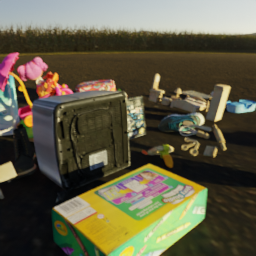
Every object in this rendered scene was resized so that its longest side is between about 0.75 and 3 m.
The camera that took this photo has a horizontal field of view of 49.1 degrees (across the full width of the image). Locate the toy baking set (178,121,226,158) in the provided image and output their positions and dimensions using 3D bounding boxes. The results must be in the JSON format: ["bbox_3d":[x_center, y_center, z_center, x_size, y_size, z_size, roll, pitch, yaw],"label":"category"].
[{"bbox_3d":[2.068,0.232,7.971,1.190,0.180,1.551,-5,42,6],"label":"toy baking set"}]

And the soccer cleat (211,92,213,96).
[{"bbox_3d":[4.278,-1.541,13.565,0.477,0.386,1.105,41,6,-5],"label":"soccer cleat"}]

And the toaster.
[{"bbox_3d":[-1.089,0.231,6.442,2.169,1.962,1.287,-17,21,-40],"label":"toaster"}]

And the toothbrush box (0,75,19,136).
[{"bbox_3d":[-4.290,-0.825,9.499,0.807,1.891,1.385,-6,21,-12],"label":"toothbrush box"}]

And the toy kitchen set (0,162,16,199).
[{"bbox_3d":[-2.767,1.140,6.006,0.761,0.841,0.933,-25,67,-20],"label":"toy kitchen set"}]

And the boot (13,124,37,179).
[{"bbox_3d":[-2.576,0.528,6.676,0.561,1.002,1.448,-14,16,-16],"label":"boot"}]

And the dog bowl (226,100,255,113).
[{"bbox_3d":[4.890,-0.921,12.151,1.401,0.347,0.781,-7,20,-22],"label":"dog bowl"}]

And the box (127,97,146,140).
[{"bbox_3d":[-0.144,-0.244,8.736,1.594,1.267,0.367,-18,17,-41],"label":"box"}]

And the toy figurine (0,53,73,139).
[{"bbox_3d":[-2.757,-1.189,8.239,2.373,2.184,1.782,-25,37,0],"label":"toy figurine"}]

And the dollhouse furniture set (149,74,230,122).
[{"bbox_3d":[2.457,-1.351,11.130,2.868,1.269,1.486,21,19,31],"label":"dollhouse furniture set"}]

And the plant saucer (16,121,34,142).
[{"bbox_3d":[-2.362,-0.215,9.917,3.001,0.484,3.001,1,19,0],"label":"plant saucer"}]

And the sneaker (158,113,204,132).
[{"bbox_3d":[1.650,-0.141,9.136,1.518,0.589,0.693,-13,8,29],"label":"sneaker"}]

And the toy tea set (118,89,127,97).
[{"bbox_3d":[-0.492,-1.052,11.703,1.390,0.865,2.337,-7,20,-20],"label":"toy tea set"}]

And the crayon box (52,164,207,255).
[{"bbox_3d":[0.101,1.457,4.736,2.334,0.680,1.386,-17,25,-40],"label":"crayon box"}]

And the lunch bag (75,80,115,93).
[{"bbox_3d":[-1.662,-1.995,14.335,1.974,0.809,1.739,-7,21,-1],"label":"lunch bag"}]

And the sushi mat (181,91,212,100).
[{"bbox_3d":[3.659,-1.749,14.910,0.876,0.111,1.831,-9,21,-27],"label":"sushi mat"}]

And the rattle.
[{"bbox_3d":[0.785,0.813,7.494,0.888,0.634,0.578,-20,-7,33],"label":"rattle"}]
